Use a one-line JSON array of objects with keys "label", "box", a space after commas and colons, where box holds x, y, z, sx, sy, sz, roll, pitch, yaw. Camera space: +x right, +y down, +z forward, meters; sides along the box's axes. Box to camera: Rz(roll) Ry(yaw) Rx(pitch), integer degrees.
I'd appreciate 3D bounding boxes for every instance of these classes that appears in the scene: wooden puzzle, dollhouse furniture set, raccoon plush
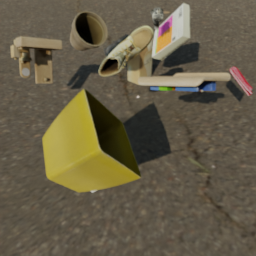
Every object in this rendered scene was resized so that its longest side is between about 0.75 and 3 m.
[{"label": "wooden puzzle", "box": [1.336, -1.047, 6.576, 1.598, 0.399, 1.725, 8, 17, 39]}, {"label": "dollhouse furniture set", "box": [-3.196, -2.311, 9.975, 1.722, 1.476, 1.811, -7, 12, -37]}, {"label": "raccoon plush", "box": [1.147, -3.982, 10.477, 0.494, 1.022, 0.685, -10, 52, 14]}]

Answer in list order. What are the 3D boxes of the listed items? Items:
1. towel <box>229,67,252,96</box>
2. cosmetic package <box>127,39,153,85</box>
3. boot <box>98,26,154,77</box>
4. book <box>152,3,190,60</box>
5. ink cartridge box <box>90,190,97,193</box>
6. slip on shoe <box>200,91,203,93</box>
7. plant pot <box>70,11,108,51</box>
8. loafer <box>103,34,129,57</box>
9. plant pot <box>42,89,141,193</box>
[{"label": "towel", "box": [3.811, -1.607, 9.423, 1.078, 0.168, 1.491, 53, 27, 3]}, {"label": "cosmetic package", "box": [0.557, -3.262, 13.319, 0.767, 2.158, 1.135, 27, 53, 26]}, {"label": "boot", "box": [-0.057, -2.119, 7.868, 1.660, 0.598, 1.284, -30, 18, 31]}, {"label": "book", "box": [1.787, -4.005, 11.876, 0.526, 2.187, 1.461, 8, 77, -24]}, {"label": "ink cartridge box", "box": [-0.664, 1.193, 7.667, 0.482, 1.146, 0.836, 45, 43, -11]}, {"label": "slip on shoe", "box": [3.269, -1.984, 13.377, 0.290, 0.351, 0.947, -38, 53, 9]}, {"label": "plant pot", "box": [-1.373, -2.935, 8.891, 1.125, 1.125, 0.976, -38, 12, -33]}, {"label": "loafer", "box": [-0.543, -3.645, 12.214, 1.341, 0.488, 0.485, -39, 72, 11]}, {"label": "plant pot", "box": [-0.963, 0.504, 6.471, 1.543, 1.750, 1.750, -30, 52, 14]}]
